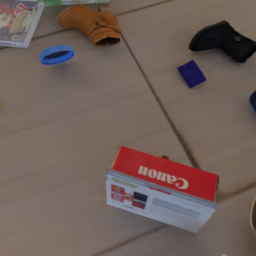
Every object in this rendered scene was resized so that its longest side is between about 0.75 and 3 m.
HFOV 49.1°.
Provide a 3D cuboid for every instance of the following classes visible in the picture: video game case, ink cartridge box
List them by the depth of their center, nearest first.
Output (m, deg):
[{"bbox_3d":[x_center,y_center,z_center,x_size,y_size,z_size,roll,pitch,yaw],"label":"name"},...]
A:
[{"bbox_3d":[0.794,1.443,6.920,2.529,2.220,1.060,16,57,8],"label":"ink cartridge box"},{"bbox_3d":[-4.792,-4.334,11.076,2.416,0.305,2.651,7,63,4],"label":"video game case"}]

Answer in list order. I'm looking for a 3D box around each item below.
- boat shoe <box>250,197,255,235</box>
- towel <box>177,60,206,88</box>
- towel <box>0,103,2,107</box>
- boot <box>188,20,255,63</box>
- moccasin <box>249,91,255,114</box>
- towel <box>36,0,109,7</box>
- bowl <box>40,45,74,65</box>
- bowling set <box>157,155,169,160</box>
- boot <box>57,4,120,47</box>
[{"bbox_3d":[3.673,2.775,7.094,0.884,0.763,2.434,10,63,5],"label":"boat shoe"},{"bbox_3d":[2.226,-1.879,9.817,0.675,0.226,0.914,-28,71,-3],"label":"towel"},{"bbox_3d":[-5.354,-0.328,9.032,1.042,0.219,2.422,40,69,19],"label":"towel"},{"bbox_3d":[3.467,-2.960,10.071,2.059,0.786,1.730,-30,62,-22],"label":"boot"},{"bbox_3d":[4.477,-0.366,8.754,0.783,0.663,1.945,-29,70,-11],"label":"moccasin"},{"bbox_3d":[-2.071,-5.291,11.120,2.743,0.321,2.092,-3,36,1],"label":"towel"},{"bbox_3d":[-2.454,-2.510,9.627,1.204,1.204,0.236,-18,88,-9],"label":"bowl"},{"bbox_3d":[0.907,1.034,8.083,1.174,0.630,0.817,20,64,10],"label":"bowling set"},{"bbox_3d":[-1.457,-3.721,10.565,2.251,0.863,1.748,-11,67,-13],"label":"boot"}]
